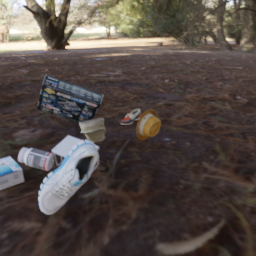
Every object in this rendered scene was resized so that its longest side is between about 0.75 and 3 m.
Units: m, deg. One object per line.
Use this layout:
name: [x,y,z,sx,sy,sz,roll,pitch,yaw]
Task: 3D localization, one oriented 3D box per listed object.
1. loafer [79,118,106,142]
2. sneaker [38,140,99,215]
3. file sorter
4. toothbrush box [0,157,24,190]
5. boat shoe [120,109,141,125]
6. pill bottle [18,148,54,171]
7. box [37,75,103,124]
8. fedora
loafer: [-1.314,0.132,11.210,0.952,0.859,2.516,-11,-3,3]
sneaker: [-1.619,1.427,7.643,0.885,2.361,1.023,35,-2,-27]
file sorter: [-1.786,1.015,9.700,1.318,0.821,0.915,18,40,22]
toothbrush box: [-4.287,1.550,9.685,0.911,0.531,1.245,-16,26,-36]
boat shoe: [0.140,-0.585,15.095,0.573,0.504,1.610,18,29,34]
pill bottle: [-3.139,1.050,9.585,1.076,0.624,0.624,15,23,5]
box: [-2.853,-1.211,13.458,2.762,2.195,0.635,18,56,-14]
fedora: [0.827,-0.055,10.318,0.501,1.228,1.228,22,30,38]
